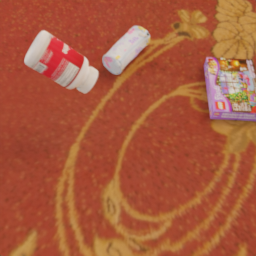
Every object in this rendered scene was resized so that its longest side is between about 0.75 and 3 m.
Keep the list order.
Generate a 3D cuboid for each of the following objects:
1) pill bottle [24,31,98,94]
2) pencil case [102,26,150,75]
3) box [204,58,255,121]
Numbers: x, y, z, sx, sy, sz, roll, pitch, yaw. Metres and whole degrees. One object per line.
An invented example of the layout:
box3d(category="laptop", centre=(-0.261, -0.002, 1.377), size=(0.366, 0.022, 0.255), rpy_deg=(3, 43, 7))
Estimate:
box3d(category="pill bottle", centre=(-1.985, -1.922, 8.589), size=(2.041, 1.146, 1.146), rpy_deg=(30, 51, -30))
box3d(category="pencil case", centre=(-0.043, -3.469, 12.467), size=(1.135, 1.040, 2.502), rpy_deg=(16, 56, 40))
box3d(category="box", centre=(4.318, -1.653, 11.572), size=(2.028, 0.579, 2.963), rpy_deg=(3, 57, 2))
